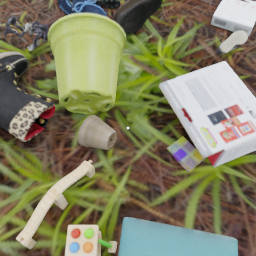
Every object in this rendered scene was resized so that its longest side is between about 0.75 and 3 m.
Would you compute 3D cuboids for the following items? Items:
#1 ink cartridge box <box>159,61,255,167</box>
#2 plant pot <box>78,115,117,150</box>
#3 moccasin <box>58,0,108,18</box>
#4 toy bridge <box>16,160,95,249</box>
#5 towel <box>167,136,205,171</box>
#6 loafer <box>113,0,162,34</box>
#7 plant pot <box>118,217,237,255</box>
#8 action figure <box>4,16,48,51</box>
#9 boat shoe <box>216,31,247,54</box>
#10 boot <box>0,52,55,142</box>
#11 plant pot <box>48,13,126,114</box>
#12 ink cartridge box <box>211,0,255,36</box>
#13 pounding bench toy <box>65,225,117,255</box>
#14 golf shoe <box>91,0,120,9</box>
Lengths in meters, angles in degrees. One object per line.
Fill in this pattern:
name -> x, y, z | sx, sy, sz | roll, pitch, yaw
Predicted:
ink cartridge box -> 2.153, -0.340, 7.265 | 2.079, 0.993, 2.368 | -19, 60, -11
plant pot -> -0.713, 0.181, 6.991 | 0.724, 0.834, 0.834 | 22, 60, 22
moccasin -> -1.709, -4.245, 9.811 | 2.475, 0.844, 0.996 | 35, 64, 20
toy bridge -> -1.559, 1.566, 6.235 | 0.311, 0.769, 2.288 | 31, 64, 19
towel -> 1.495, 0.656, 7.191 | 0.614, 0.097, 0.855 | -34, 64, -19
loafer -> 0.231, -4.175, 9.795 | 0.954, 0.977, 2.676 | 27, 52, 21
plant pot -> 0.573, 3.151, 4.340 | 1.857, 1.858, 2.629 | 9, 48, 5
action figure -> -3.043, -2.974, 8.822 | 1.478, 0.754, 0.878 | 9, 56, -19
boat shoe -> 3.341, -2.751, 9.058 | 1.222, 0.383, 0.444 | -35, 93, -19
boot -> -2.978, -0.915, 7.523 | 2.176, 1.057, 2.890 | 28, 33, 1
plant pot -> -1.091, -1.533, 7.581 | 2.177, 2.177, 2.001 | -3, 70, -2
ink cartridge box -> 3.892, -4.078, 10.025 | 1.366, 0.403, 1.707 | 23, 56, 14
pounding bench toy -> -0.724, 2.359, 5.740 | 0.967, 0.754, 0.601 | 0, 58, 0
golf shoe -> -0.837, -4.743, 10.371 | 1.137, 0.442, 0.537 | 4, 58, 1
